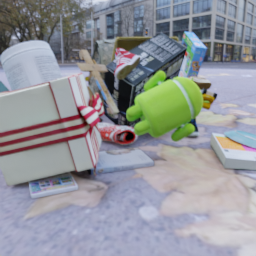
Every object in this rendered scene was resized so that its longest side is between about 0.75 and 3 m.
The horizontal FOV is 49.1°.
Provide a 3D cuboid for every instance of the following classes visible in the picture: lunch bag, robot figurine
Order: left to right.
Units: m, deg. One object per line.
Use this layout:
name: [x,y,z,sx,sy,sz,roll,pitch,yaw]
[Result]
lunch bag: [-0.465,-2.692,12.456,2.196,2.678,1.574,-11,49,-24]
robot figurine: [1.038,-0.559,7.535,2.158,1.893,1.248,-27,-11,-5]

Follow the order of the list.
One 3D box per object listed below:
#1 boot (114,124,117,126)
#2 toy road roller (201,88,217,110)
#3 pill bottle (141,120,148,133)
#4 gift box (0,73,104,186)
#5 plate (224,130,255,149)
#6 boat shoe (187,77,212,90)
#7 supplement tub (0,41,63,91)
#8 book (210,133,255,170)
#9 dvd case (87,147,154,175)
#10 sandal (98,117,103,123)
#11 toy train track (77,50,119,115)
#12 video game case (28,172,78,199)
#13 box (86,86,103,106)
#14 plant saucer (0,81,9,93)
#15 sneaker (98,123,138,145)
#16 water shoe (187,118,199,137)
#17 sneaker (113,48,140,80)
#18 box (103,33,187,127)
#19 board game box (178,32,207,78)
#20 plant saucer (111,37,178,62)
boot: [-0.264,-0.157,10.887,0.766,0.277,0.579,-31,6,-30]
toy road roller: [2.367,-0.796,8.691,0.488,0.580,0.795,23,-22,0]
pill bottle: [1.334,-0.504,10.193,1.660,0.931,0.931,-39,32,-21]
gift box: [-1.808,0.025,7.181,2.421,2.593,2.393,-15,19,3]
plate: [3.965,0.373,8.898,1.787,0.228,1.787,15,13,-4]
boat shoe: [2.640,-1.819,11.305,1.419,0.523,0.491,4,41,-18]
supplement tub: [-3.295,-1.475,10.434,1.927,2.921,1.927,-21,-1,0]
book: [3.249,0.687,8.240,1.262,0.454,1.890,4,16,4]
dvd case: [-0.343,0.892,7.946,1.827,0.160,1.304,-6,17,-18]
sandal: [-1.482,-0.841,11.132,0.424,1.555,0.635,-42,16,2]
toy train track: [-0.909,-1.278,8.072,0.340,2.091,1.200,-34,-11,33]
video game case: [-1.776,1.304,6.541,1.009,0.120,0.919,-7,17,-22]
box: [-1.674,-1.335,12.882,0.196,1.507,1.844,-42,-8,18]
plant saucer: [-4.413,-0.789,9.801,0.538,2.994,2.994,-43,36,-24]
sneaker: [-0.576,0.193,9.428,1.840,0.614,0.986,4,7,0]
water shoe: [2.337,-0.115,10.664,0.570,0.630,1.595,1,16,2]
sneaker: [-0.250,-1.954,8.447,0.757,0.479,1.345,30,43,11]
box: [0.552,-1.662,10.218,1.263,2.401,2.932,38,58,21]
board game box: [2.620,-2.614,12.736,0.522,2.851,2.157,5,34,-8]
plant saucer: [0.398,-2.527,11.344,2.736,2.737,0.663,-9,46,-26]
